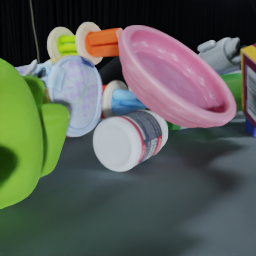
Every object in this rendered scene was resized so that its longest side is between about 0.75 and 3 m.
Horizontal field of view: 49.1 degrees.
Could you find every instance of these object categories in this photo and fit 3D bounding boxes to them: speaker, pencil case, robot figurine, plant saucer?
[{"bbox_3d":[2.073,-0.710,7.029,2.404,1.063,1.063,-17,15,-7],"label":"speaker"},{"bbox_3d":[-1.886,-0.493,4.881,2.964,1.232,1.344,0,-5,33],"label":"pencil case"},{"bbox_3d":[2.948,-2.249,9.096,1.754,1.487,0.990,-20,34,59],"label":"robot figurine"},{"bbox_3d":[-1.982,0.157,2.552,2.856,1.652,2.505,-11,47,-45],"label":"robot figurine"},{"bbox_3d":[0.632,-0.676,3.912,1.862,0.472,1.862,24,38,-20],"label":"plant saucer"}]

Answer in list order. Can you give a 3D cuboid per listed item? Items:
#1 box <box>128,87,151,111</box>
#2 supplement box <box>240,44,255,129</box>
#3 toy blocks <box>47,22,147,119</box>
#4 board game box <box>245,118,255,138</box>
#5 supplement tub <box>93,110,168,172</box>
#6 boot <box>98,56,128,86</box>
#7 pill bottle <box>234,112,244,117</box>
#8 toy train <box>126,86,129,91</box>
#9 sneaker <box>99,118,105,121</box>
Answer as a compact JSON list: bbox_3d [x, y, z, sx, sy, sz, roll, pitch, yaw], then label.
[{"bbox_3d":[0.333,-0.894,6.052,0.336,1.847,1.333,-19,36,-12],"label":"box"},{"bbox_3d":[3.514,-0.929,5.085,2.504,1.639,1.292,-22,42,3],"label":"supplement box"},{"bbox_3d":[-0.563,-1.153,5.831,2.510,2.092,0.911,8,2,32],"label":"toy blocks"},{"bbox_3d":[3.391,-0.103,6.402,1.136,0.550,0.906,2,12,7],"label":"board game box"},{"bbox_3d":[0.080,0.155,4.537,0.828,0.828,1.181,8,15,31],"label":"supplement tub"},{"bbox_3d":[-0.747,-1.783,8.753,2.057,0.819,2.495,14,-21,-42],"label":"boot"},{"bbox_3d":[2.936,-0.980,8.931,1.214,1.214,2.166,-7,15,-31],"label":"pill bottle"},{"bbox_3d":[0.549,-2.056,14.663,2.170,0.941,1.240,-4,19,-16],"label":"toy train"},{"bbox_3d":[-0.229,-0.682,8.604,1.286,0.818,2.256,10,17,6],"label":"sneaker"}]
